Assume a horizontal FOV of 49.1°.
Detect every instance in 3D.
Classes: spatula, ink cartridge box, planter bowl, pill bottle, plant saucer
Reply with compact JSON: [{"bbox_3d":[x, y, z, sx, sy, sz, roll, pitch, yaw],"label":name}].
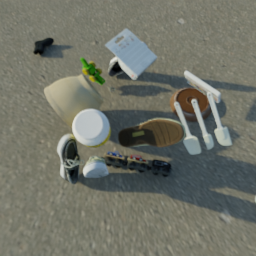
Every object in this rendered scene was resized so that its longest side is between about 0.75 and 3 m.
[{"bbox_3d":[2.329,-0.071,8.934,1.456,2.095,0.168,-15,30,24],"label":"spatula"},{"bbox_3d":[0.081,-2.777,10.562,1.648,0.413,1.337,43,63,2],"label":"ink cartridge box"},{"bbox_3d":[-1.829,-1.064,10.386,1.442,2.142,2.142,-39,62,5],"label":"planter bowl"},{"bbox_3d":[-1.130,0.029,8.763,1.118,2.008,1.118,0,83,-1],"label":"pill bottle"},{"bbox_3d":[2.663,-1.057,11.724,1.788,0.308,1.788,1,57,-1],"label":"plant saucer"}]

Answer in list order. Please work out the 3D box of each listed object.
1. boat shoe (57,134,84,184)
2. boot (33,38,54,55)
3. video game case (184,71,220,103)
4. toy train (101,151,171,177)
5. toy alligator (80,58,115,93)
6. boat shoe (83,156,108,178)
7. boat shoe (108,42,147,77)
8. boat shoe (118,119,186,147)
[{"bbox_3d":[-1.884,1.101,9.258,0.667,1.954,0.721,35,39,31],"label":"boat shoe"},{"bbox_3d":[-4.064,-3.897,13.495,0.990,0.378,0.832,-11,54,1],"label":"boot"},{"bbox_3d":[2.367,-1.281,8.869,1.257,1.146,0.144,38,96,17],"label":"video game case"},{"bbox_3d":[0.294,1.252,10.145,2.577,0.440,0.590,10,54,6],"label":"toy train"},{"bbox_3d":[-1.371,-2.174,11.941,1.957,0.531,0.580,44,68,-20],"label":"toy alligator"},{"bbox_3d":[-0.991,1.144,8.400,0.673,1.871,0.580,-17,76,-3],"label":"boat shoe"},{"bbox_3d":[-0.096,-2.832,11.887,0.818,2.281,0.773,39,53,-28],"label":"boat shoe"},{"bbox_3d":[0.809,0.150,8.660,2.349,0.894,0.842,-4,90,40],"label":"boat shoe"}]
